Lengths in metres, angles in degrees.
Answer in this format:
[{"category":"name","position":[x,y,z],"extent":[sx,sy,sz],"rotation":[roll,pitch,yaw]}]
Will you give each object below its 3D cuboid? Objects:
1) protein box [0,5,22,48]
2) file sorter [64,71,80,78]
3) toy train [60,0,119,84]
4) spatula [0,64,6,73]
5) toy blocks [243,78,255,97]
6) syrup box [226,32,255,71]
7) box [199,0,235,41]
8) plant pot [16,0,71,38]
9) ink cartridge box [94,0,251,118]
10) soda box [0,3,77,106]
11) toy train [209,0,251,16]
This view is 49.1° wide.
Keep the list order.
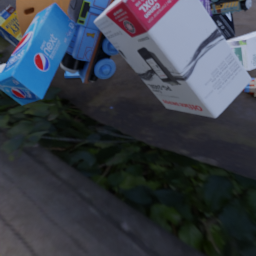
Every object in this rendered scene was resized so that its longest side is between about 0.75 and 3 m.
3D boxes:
[{"category":"protein box","position":[-4.159,-3.653,10.667],"extent":[1.297,1.287,0.875],"rotation":[38,76,-3]},{"category":"file sorter","position":[-2.195,-3.086,12.511],"extent":[1.220,1.079,1.759],"rotation":[-2,34,-5]},{"category":"toy train","position":[-0.939,-2.519,7.543],"extent":[1.582,2.770,1.201],"rotation":[5,38,-30]},{"category":"spatula","position":[-6.812,-2.430,12.363],"extent":[2.071,0.239,2.979],"rotation":[20,40,18]},{"category":"toy blocks","position":[4.905,-1.571,10.772],"extent":[0.943,0.690,1.380],"rotation":[3,30,23]},{"category":"syrup box","position":[3.062,-1.852,6.398],"extent":[1.711,0.674,0.697],"rotation":[-22,19,-22]},{"category":"box","position":[1.965,-2.984,8.167],"extent":[1.911,0.997,1.414],"rotation":[-22,50,38]},{"category":"plant pot","position":[-2.288,-3.533,9.028],"extent":[1.972,2.818,2.818],"rotation":[-3,34,-2]},{"category":"ink cartridge box","position":[0.890,-1.694,6.126],"extent":[1.232,2.955,2.146],"rotation":[-47,22,-8]},{"category":"soda box","position":[-1.999,-1.687,6.304],"extent":[0.740,0.783,2.308],"rotation":[-10,52,36]},{"category":"toy train","position":[2.236,-2.807,6.165],"extent":[0.421,0.563,0.987],"rotation":[-39,33,-29]}]
